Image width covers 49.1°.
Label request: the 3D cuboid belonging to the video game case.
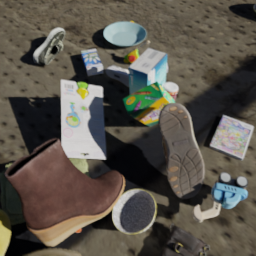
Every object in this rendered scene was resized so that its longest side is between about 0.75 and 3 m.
[{"bbox_3d":[3.650,0.311,9.846,1.143,0.144,1.596,23,53,18],"label":"video game case"}]

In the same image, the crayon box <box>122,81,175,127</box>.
[{"bbox_3d":[0.816,-0.708,9.215,1.216,2.047,0.596,-27,70,17],"label":"crayon box"}]

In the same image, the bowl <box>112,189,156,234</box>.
[{"bbox_3d":[0.250,2.396,7.699,1.267,0.595,1.267,-15,45,15],"label":"bowl"}]

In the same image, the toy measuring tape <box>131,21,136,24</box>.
[{"bbox_3d":[0.031,-5.362,14.497,0.814,0.299,0.299,-3,50,-2],"label":"toy measuring tape"}]

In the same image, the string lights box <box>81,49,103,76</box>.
[{"bbox_3d":[-1.595,-2.889,12.349,0.694,0.398,1.350,-13,51,-12],"label":"string lights box"}]

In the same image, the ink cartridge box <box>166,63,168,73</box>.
[{"bbox_3d":[1.186,-2.774,12.364,1.059,0.302,0.861,1,50,-4],"label":"ink cartridge box"}]

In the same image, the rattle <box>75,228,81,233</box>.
[{"bbox_3d":[-1.856,2.281,7.875,0.859,1.319,0.942,-48,23,-17],"label":"rattle"}]

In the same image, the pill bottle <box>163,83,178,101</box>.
[{"bbox_3d":[1.495,-1.152,10.474,0.559,0.978,0.559,4,43,-4],"label":"pill bottle"}]

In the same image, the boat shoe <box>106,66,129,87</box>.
[{"bbox_3d":[-0.170,-2.210,11.664,1.607,0.591,0.525,31,55,19],"label":"boat shoe"}]

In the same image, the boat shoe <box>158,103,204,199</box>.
[{"bbox_3d":[1.541,0.635,8.186,1.097,2.898,1.040,-8,13,5],"label":"boat shoe"}]

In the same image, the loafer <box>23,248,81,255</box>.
[{"bbox_3d":[-2.283,3.449,6.627,2.529,0.962,0.853,-16,60,11],"label":"loafer"}]

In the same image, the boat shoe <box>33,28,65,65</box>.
[{"bbox_3d":[-3.392,-3.683,12.820,0.728,0.808,2.286,18,60,15],"label":"boat shoe"}]

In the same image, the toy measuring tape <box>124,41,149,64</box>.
[{"bbox_3d":[0.432,-3.233,12.291,1.450,0.533,0.533,-28,44,27],"label":"toy measuring tape"}]

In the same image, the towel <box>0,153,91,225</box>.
[{"bbox_3d":[-2.457,1.681,8.468,2.700,0.493,2.003,-16,51,-12],"label":"towel"}]

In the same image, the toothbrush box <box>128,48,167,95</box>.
[{"bbox_3d":[0.730,-1.705,10.368,0.817,1.916,1.403,25,53,22],"label":"toothbrush box"}]

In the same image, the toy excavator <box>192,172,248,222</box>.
[{"bbox_3d":[2.515,1.962,7.627,1.356,0.696,1.394,11,57,9],"label":"toy excavator"}]

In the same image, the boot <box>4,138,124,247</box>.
[{"bbox_3d":[-1.291,1.276,6.841,1.033,2.374,2.854,16,39,41],"label":"boot"}]

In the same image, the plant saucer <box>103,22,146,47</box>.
[{"bbox_3d":[-0.149,-4.456,13.658,2.092,0.403,2.092,0,50,0],"label":"plant saucer"}]

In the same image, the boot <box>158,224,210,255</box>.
[{"bbox_3d":[1.443,3.494,6.814,2.014,0.697,1.754,35,59,28],"label":"boot"}]

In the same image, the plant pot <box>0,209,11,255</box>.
[{"bbox_3d":[-4.287,2.516,6.551,2.354,1.671,2.354,-13,41,12],"label":"plant pot"}]

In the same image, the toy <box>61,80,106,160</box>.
[{"bbox_3d":[-1.580,-0.226,9.405,1.522,0.624,2.643,7,71,-30],"label":"toy"}]

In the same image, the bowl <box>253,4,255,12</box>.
[{"bbox_3d":[8.070,-6.623,14.856,2.392,1.123,2.392,4,47,-5],"label":"bowl"}]
